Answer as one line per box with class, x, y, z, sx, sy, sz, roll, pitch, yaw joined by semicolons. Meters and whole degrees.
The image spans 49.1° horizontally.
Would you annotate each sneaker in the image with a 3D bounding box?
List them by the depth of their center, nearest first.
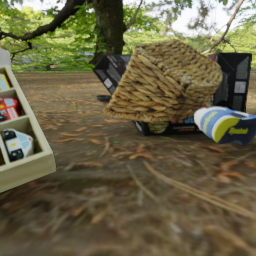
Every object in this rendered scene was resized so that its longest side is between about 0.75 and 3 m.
sneaker;1.965;-0.075;5.427;1.764;0.652;0.725;10;18;-44

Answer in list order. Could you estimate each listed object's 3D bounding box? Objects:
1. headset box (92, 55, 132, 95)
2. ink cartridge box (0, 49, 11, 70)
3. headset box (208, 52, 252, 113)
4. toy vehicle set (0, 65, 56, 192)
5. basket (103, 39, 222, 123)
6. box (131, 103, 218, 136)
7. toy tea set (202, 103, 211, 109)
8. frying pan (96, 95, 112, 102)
headset box;-0.015;-1.928;10.744;0.864;1.665;2.238;-44;-13;33
ink cartridge box;-5.009;-1.278;8.225;2.760;2.032;1.997;-4;14;-13
headset box;3.125;-1.455;9.182;1.006;1.938;2.604;3;15;7
toy vehicle set;-2.169;-0.048;3.910;1.553;0.331;2.500;-20;45;-22
basket;1.027;-0.871;6.978;1.860;1.942;2.607;38;33;13
box;1.288;-0.325;7.417;2.271;0.522;1.805;-3;16;-9
toy tea set;1.966;-0.283;6.058;0.770;0.285;0.458;35;28;-11
frying pan;-0.633;-1.283;12.125;1.536;0.250;0.929;4;15;7
